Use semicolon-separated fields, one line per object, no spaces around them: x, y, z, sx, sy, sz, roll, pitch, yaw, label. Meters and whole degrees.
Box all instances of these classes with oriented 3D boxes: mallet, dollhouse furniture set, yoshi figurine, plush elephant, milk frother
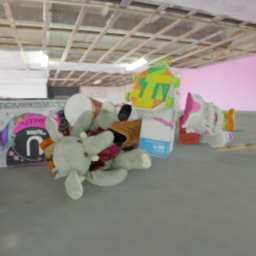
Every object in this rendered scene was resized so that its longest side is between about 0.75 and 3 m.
-0.833;-0.242;10.517;2.159;0.444;0.711;-23;27;23;mallet
1.553;0.032;10.944;2.473;1.006;1.331;1;6;12;dollhouse furniture set
4.318;-0.524;15.132;2.740;1.540;1.534;0;-11;23;yoshi figurine
-0.715;0.410;5.032;1.908;1.571;1.477;-28;-7;-1;plush elephant
-0.232;0.775;6.513;0.706;0.751;0.678;-17;44;-31;milk frother

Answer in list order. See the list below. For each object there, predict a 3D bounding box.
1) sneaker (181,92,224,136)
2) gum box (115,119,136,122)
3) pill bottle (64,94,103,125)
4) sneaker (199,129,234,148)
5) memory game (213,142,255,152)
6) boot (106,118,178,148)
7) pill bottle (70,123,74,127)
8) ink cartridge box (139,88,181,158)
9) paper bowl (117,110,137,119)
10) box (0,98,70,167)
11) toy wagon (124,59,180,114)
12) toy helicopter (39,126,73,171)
1.976;-0.307;7.222;0.995;0.918;2.256;10;-4;19;sneaker
-0.525;0.021;12.057;2.377;0.786;1.349;3;6;25;gum box
-0.832;-0.317;6.463;0.687;0.687;1.225;3;-7;26;pill bottle
3.387;0.290;10.058;1.131;0.719;1.983;3;6;-5;sneaker
3.424;0.472;7.449;2.239;0.143;2.239;-5;-8;-1;memory game
0.211;0.094;9.453;2.838;1.088;2.204;-3;2;13;boot
-2.745;-0.328;11.859;2.131;1.186;1.186;-11;1;26;pill bottle
0.976;-0.294;8.469;0.882;2.084;1.506;7;8;15;ink cartridge box
-0.576;-0.334;14.137;2.087;1.085;2.087;-1;5;0;paper bowl
-3.182;0.068;7.354;2.915;1.673;1.926;-5;9;-28;box
0.695;-1.188;7.473;1.344;1.732;0.343;10;-21;30;toy wagon
-1.101;0.332;6.482;1.701;0.671;1.125;-12;-21;-45;toy helicopter
